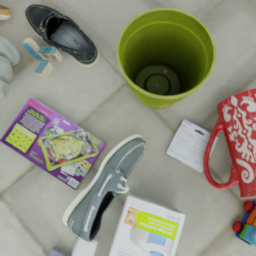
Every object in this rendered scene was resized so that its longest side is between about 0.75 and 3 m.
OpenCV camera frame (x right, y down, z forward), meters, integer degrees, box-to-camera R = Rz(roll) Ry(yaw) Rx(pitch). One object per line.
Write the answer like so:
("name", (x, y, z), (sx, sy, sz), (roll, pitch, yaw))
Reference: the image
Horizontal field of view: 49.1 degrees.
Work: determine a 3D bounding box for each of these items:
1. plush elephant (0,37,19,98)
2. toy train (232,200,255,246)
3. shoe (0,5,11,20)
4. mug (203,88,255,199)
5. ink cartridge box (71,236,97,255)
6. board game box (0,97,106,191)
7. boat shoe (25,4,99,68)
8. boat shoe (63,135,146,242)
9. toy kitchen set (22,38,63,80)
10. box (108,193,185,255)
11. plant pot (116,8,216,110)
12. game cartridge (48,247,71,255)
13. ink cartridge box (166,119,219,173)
("plush elephant", (-4.004, -1.604, 7.629), (1.801, 2.326, 1.916), (31, 50, -24))
("toy train", (3.542, 2.196, 7.253), (0.773, 1.057, 1.827), (31, 82, 5))
("shoe", (-4.896, -3.344, 8.475), (2.727, 0.953, 0.728), (0, 123, -2))
("mug", (3.126, 0.423, 7.240), (2.268, 1.704, 2.555), (-10, 76, -14))
("ink cartridge box", (-1.118, 3.049, 7.043), (0.466, 1.117, 0.811), (20, 81, -4))
("board game box", (-2.106, 0.422, 7.940), (2.586, 0.418, 1.552), (32, 86, 5))
("boat shoe", (-2.049, -2.871, 8.205), (2.781, 0.922, 1.039), (44, 87, 9))
("boat shoe", (-0.350, 1.422, 6.673), (0.861, 1.014, 2.785), (34, 81, 35))
("toy kitchen set", (-2.566, -1.928, 7.845), (1.159, 0.683, 0.928), (14, 66, 37))
("box", (0.279, 3.130, 6.938), (1.477, 1.331, 2.625), (18, 80, 4))
("plant pot", (0.873, -1.473, 7.323), (2.246, 2.163, 2.246), (0, 77, 1))
("game cartridge", (-1.862, 4.359, 7.242), (1.323, 0.392, 2.041), (25, 81, 8))
("ink cartridge box", (1.819, 0.509, 7.973), (1.128, 0.249, 1.148), (29, 79, 5))
